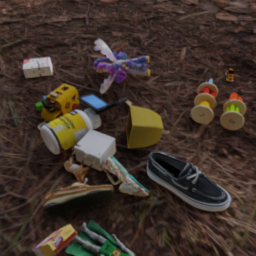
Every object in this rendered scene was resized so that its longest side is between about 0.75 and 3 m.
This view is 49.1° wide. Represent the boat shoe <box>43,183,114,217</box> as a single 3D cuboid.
[{"bbox_3d":[-1.408,1.879,7.938,1.988,0.752,0.734,-9,41,-11],"label":"boat shoe"}]

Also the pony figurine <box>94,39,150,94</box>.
[{"bbox_3d":[-0.425,-2.627,12.161,2.655,2.211,2.563,1,11,6],"label":"pony figurine"}]

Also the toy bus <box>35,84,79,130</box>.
[{"bbox_3d":[-2.745,-0.952,10.832,1.719,0.941,1.822,-11,44,-12],"label":"toy bus"}]

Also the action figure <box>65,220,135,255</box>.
[{"bbox_3d":[-0.480,3.039,6.897,1.840,0.503,1.087,23,44,19],"label":"action figure"}]

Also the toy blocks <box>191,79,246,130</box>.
[{"bbox_3d":[3.634,-1.076,11.035,1.943,0.846,2.331,13,44,15],"label":"toy blocks"}]

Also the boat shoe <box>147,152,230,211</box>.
[{"bbox_3d":[1.745,1.475,8.239,2.643,0.896,0.948,28,49,27],"label":"boat shoe"}]

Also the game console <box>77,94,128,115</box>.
[{"bbox_3d":[-0.876,-1.051,10.177,1.309,0.866,1.489,-24,6,19],"label":"game console"}]

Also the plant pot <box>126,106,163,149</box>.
[{"bbox_3d":[0.584,-0.008,9.758,1.129,1.103,1.096,2,42,-8],"label":"plant pot"}]

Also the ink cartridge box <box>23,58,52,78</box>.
[{"bbox_3d":[-4.247,-2.845,13.187,1.234,0.511,0.904,-9,44,-9],"label":"ink cartridge box"}]

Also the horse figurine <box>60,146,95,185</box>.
[{"bbox_3d":[-1.647,1.159,8.807,1.399,0.349,0.927,28,94,26],"label":"horse figurine"}]

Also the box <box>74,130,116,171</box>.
[{"bbox_3d":[-1.073,0.717,9.234,0.996,0.654,1.001,21,47,20],"label":"box"}]

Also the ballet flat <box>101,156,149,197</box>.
[{"bbox_3d":[-0.150,1.573,8.456,0.601,0.711,1.881,-48,51,-4],"label":"ballet flat"}]

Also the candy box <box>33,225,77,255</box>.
[{"bbox_3d":[-1.688,2.624,6.412,0.646,1.108,0.313,-35,88,-43],"label":"candy box"}]

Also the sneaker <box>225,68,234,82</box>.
[{"bbox_3d":[4.727,-2.560,12.921,0.354,0.455,1.012,8,43,8],"label":"sneaker"}]

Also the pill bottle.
[{"bbox_3d":[-1.935,0.027,9.680,1.917,1.074,1.074,-31,51,-30],"label":"pill bottle"}]

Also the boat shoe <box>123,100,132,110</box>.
[{"bbox_3d":[0.034,-0.957,11.321,0.257,0.284,0.797,-21,45,-20],"label":"boat shoe"}]
